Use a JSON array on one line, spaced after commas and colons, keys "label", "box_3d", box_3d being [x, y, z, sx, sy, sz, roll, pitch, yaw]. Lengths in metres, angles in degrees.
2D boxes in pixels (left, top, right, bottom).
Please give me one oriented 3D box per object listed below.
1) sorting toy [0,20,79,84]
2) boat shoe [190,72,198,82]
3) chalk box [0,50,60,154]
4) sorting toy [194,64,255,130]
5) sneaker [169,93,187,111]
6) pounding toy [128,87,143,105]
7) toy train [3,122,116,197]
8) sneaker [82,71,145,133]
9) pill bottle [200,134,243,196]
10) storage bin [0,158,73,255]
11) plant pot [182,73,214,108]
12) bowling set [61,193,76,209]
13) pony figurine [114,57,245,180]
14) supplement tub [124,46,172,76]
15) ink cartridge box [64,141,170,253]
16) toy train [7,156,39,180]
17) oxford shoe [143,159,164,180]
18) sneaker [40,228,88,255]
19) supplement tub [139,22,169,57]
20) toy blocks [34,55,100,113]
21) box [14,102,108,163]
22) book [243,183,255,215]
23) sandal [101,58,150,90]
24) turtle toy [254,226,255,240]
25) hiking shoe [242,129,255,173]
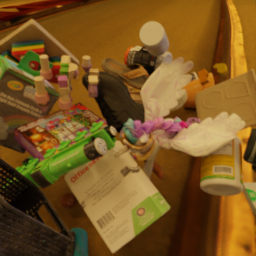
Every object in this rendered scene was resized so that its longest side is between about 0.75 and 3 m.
[{"label": "sorting toy", "box_3d": [-3.269, -2.116, 9.635, 2.321, 2.335, 0.812, -25, 57, 20]}, {"label": "boat shoe", "box_3d": [3.550, -2.780, 15.698, 0.545, 0.439, 1.175, 2, 35, -11]}, {"label": "chalk box", "box_3d": [-3.387, -0.995, 8.514, 1.742, 2.800, 1.733, 29, 6, -39]}, {"label": "sorting toy", "box_3d": [3.017, -0.969, 8.668, 2.026, 0.364, 2.719, -26, 48, 33]}, {"label": "sneaker", "box_3d": [1.654, -1.117, 12.686, 2.118, 0.816, 0.867, -32, 29, -6]}, {"label": "pounding toy", "box_3d": [0.148, -1.450, 13.682, 1.181, 0.615, 1.344, -1, 35, -1]}, {"label": "toy train", "box_3d": [-1.482, 0.762, 5.773, 2.965, 0.619, 0.836, -28, 18, 26]}, {"label": "sneaker", "box_3d": [-0.335, -0.548, 7.836, 2.562, 0.973, 1.163, 40, 53, -4]}, {"label": "pill bottle", "box_3d": [2.184, 0.672, 6.558, 0.910, 0.910, 1.638, 6, 62, 9]}, {"label": "storage bin", "box_3d": [-2.002, 1.369, 4.398, 1.044, 2.227, 1.505, -41, 55, -11]}, {"label": "plant pot", "box_3d": [3.280, -1.596, 13.211, 1.529, 1.670, 1.670, -10, 33, 14]}, {"label": "bowling set", "box_3d": [-1.264, 1.936, 8.678, 1.662, 1.282, 2.389, -36, 48, -15]}, {"label": "pony figurine", "box_3d": [0.904, 0.125, 6.646, 2.708, 2.806, 2.336, -37, 69, -8]}, {"label": "supplement tub", "box_3d": [0.783, -2.682, 11.323, 1.774, 1.087, 1.087, 20, 40, 27]}, {"label": "ink cartridge box", "box_3d": [-0.272, 1.464, 6.322, 1.991, 1.448, 0.836, 52, 14, 17]}, {"label": "toy train", "box_3d": [-3.369, 1.279, 9.819, 0.468, 0.632, 2.242, 13, 38, 17]}, {"label": "oxford shoe", "box_3d": [0.664, 1.094, 7.638, 0.329, 0.329, 0.923, -8, 36, -25]}, {"label": "sneaker", "box_3d": [-1.080, 3.315, 6.538, 2.910, 1.217, 1.757, 6, 45, 11]}, {"label": "supplement tub", "box_3d": [0.898, -2.958, 9.425, 0.821, 0.821, 1.244, 11, 0, 16]}, {"label": "toy blocks", "box_3d": [-1.641, -1.060, 7.788, 1.673, 1.408, 1.563, -2, 40, -7]}, {"label": "box", "box_3d": [-1.755, 0.164, 7.989, 1.591, 0.455, 2.325, 36, 42, 23]}, {"label": "book", "box_3d": [4.626, 2.201, 8.790, 1.744, 0.419, 1.165, -1, 32, 1]}, {"label": "sandal", "box_3d": [0.142, -1.895, 9.475, 2.207, 0.596, 0.886, 27, 42, 2]}, {"label": "turtle toy", "box_3d": [3.824, 2.938, 7.346, 1.110, 0.770, 1.523, 22, 42, 24]}, {"label": "hiking shoe", "box_3d": [3.436, 0.732, 6.290, 1.139, 0.977, 2.627, 21, 5, 37]}]
